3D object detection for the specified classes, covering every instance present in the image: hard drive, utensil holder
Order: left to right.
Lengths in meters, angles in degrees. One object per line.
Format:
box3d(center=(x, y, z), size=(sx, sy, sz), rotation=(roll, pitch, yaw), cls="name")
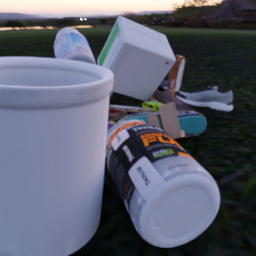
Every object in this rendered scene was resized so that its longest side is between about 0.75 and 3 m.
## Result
box3d(center=(-1.565, 0.414, 4.837), size=(2.452, 2.885, 2.452), rotation=(5, 20, -2), cls="utensil holder")
box3d(center=(-0.003, -0.296, 9.850), size=(1.000, 0.271, 1.432), rotation=(-10, 27, -23), cls="hard drive")

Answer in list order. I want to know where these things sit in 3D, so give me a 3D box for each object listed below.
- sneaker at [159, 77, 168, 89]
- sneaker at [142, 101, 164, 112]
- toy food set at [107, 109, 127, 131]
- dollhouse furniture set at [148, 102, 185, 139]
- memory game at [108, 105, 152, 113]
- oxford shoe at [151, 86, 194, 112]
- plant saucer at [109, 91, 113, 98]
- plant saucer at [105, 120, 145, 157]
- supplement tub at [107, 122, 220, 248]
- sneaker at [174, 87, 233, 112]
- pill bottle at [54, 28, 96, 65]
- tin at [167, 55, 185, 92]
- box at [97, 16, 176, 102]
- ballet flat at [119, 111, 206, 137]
box3d(center=(0.996, -2.519, 13.856), size=(2.791, 1.108, 1.095), rotation=(23, 32, 39), cls="sneaker")
box3d(center=(1.163, -0.804, 10.710), size=(1.354, 0.501, 0.566), rotation=(21, 35, 39), cls="sneaker")
box3d(center=(-0.750, -0.246, 8.887), size=(1.735, 0.430, 2.729), rotation=(17, 30, 31), cls="toy food set")
box3d(center=(1.008, -0.113, 7.612), size=(1.047, 0.897, 1.101), rotation=(-14, -4, 27), cls="dollhouse furniture set")
box3d(center=(-0.134, -0.701, 10.135), size=(2.067, 0.132, 2.067), rotation=(4, 6, 0), cls="memory game")
box3d(center=(1.702, -1.097, 10.947), size=(0.754, 0.771, 2.115), rotation=(-21, 37, -38), cls="oxford shoe")
box3d(center=(-1.815, -1.421, 11.842), size=(2.432, 0.437, 2.432), rotation=(0, 34, 0), cls="plant saucer")
box3d(center=(-0.271, 0.212, 7.310), size=(0.388, 1.547, 1.547), rotation=(51, 43, 11), cls="plant saucer")
box3d(center=(0.483, 0.899, 5.597), size=(1.563, 1.563, 2.551), rotation=(-8, 26, -17), cls="supplement tub")
box3d(center=(2.725, -1.137, 10.128), size=(2.101, 0.833, 0.776), rotation=(10, 12, 10), cls="sneaker")
box3d(center=(-2.473, -3.317, 12.615), size=(1.598, 1.598, 2.939), rotation=(-7, 45, -16), cls="pill bottle")
box3d(center=(2.011, -2.119, 11.851), size=(0.409, 1.954, 1.094), rotation=(23, 48, 20), cls="tin")
box3d(center=(0.224, -2.618, 10.951), size=(2.221, 2.210, 1.903), rotation=(13, 44, -25), cls="box")
box3d(center=(0.974, -0.066, 8.623), size=(2.759, 0.992, 0.992), rotation=(-3, 24, -12), cls="ballet flat")
